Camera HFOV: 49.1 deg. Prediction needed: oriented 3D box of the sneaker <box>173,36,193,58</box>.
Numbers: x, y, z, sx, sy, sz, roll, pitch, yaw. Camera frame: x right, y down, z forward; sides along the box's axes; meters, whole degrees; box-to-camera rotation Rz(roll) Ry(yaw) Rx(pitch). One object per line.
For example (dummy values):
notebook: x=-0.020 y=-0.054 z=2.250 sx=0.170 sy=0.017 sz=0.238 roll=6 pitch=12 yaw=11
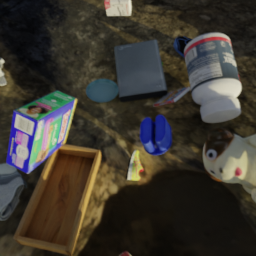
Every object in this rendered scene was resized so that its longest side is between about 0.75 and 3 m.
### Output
sneaker: x=3.063 y=-3.277 z=11.624 sx=0.981 sy=1.089 sz=2.796 roll=-35 pitch=60 yaw=-23

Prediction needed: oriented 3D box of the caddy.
caddy: x=0.915 y=0.243 z=9.177 sx=0.962 sy=0.714 sz=1.361 roll=-11 pitch=50 yaw=21

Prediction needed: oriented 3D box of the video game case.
video game case: x=1.539 y=-1.099 z=10.025 sx=0.885 sy=1.237 sz=0.108 roll=-39 pitch=104 yaw=-26

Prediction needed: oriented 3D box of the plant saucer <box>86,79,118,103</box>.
plant saucer: x=-0.992 y=-1.398 z=10.762 sx=1.246 sy=0.171 sz=1.246 roll=0 pitch=52 yaw=0

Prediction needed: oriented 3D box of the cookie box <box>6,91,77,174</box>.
cookie box: x=-1.570 y=0.022 z=5.193 sx=0.492 sy=1.120 sz=1.310 roll=25 pitch=28 yaw=8

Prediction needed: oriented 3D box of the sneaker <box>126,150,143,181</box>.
sneaker: x=0.246 y=1.177 z=8.670 sx=0.483 sy=0.418 sz=1.070 roll=15 pitch=57 yaw=-2

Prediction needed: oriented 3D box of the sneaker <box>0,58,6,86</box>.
sneaker: x=-5.626 y=-1.693 z=10.372 sx=1.709 sy=1.117 sz=2.973 roll=-7 pitch=49 yaw=-2

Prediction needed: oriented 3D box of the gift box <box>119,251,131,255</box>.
gift box: x=0.140 y=4.022 z=4.935 sx=2.880 sy=2.689 sz=2.658 roll=-30 pitch=57 yaw=-10

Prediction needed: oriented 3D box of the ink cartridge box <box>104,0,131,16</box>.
ink cartridge box: x=-0.353 y=-4.313 z=9.884 sx=0.865 sy=0.634 sz=0.358 roll=2 pitch=67 yaw=7

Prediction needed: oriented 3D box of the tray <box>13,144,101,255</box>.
tray: x=-1.866 y=1.885 z=7.997 sx=1.472 sy=0.553 sz=2.985 roll=9 pitch=52 yaw=7

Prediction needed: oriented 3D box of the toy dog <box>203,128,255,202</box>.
toy dog: x=3.641 y=0.773 z=7.953 sx=2.958 sy=2.064 sz=2.868 roll=-1 pitch=37 yaw=0

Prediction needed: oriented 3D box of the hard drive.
hard drive: x=0.436 y=-2.263 z=10.916 sx=1.773 sy=0.418 sz=2.541 roll=-9 pitch=61 yaw=4

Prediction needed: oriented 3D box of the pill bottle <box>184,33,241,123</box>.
pill bottle: x=2.978 y=-1.675 z=9.770 sx=1.664 sy=1.664 sz=2.783 roll=-5 pitch=72 yaw=-4

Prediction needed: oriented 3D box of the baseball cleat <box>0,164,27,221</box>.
baseball cleat: x=-4.209 y=2.137 z=7.479 sx=2.992 sy=1.043 sz=1.592 roll=-37 pitch=61 yaw=-24

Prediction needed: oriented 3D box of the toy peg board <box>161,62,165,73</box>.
toy peg board: x=0.882 y=-2.522 z=11.441 sx=0.947 sy=0.465 sz=0.951 roll=-34 pitch=59 yaw=-24
